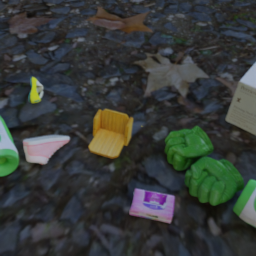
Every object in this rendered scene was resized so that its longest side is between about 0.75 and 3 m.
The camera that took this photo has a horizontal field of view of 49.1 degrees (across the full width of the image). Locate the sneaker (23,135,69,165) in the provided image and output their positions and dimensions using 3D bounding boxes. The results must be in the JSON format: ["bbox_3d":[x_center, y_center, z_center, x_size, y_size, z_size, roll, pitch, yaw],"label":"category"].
[{"bbox_3d":[-2.721,0.737,9.449,0.634,0.880,1.684,5,10,40],"label":"sneaker"}]

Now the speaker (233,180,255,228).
[{"bbox_3d":[4.262,2.513,7.255,2.798,1.237,1.237,31,53,26],"label":"speaker"}]

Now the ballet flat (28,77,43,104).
[{"bbox_3d":[-3.808,-1.571,11.662,0.520,0.519,1.552,-7,45,-8],"label":"ballet flat"}]

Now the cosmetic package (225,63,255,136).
[{"bbox_3d":[4.786,-0.998,10.128,1.604,1.917,1.595,30,53,26],"label":"cosmetic package"}]

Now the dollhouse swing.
[{"bbox_3d":[-0.672,0.188,9.645,1.301,1.182,1.144,16,33,14],"label":"dollhouse swing"}]

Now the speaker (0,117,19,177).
[{"bbox_3d":[-4.553,0.377,9.361,1.164,1.164,2.633,-25,51,-22],"label":"speaker"}]

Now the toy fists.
[{"bbox_3d":[2.178,1.092,8.705,1.443,0.974,2.832,-25,51,-9],"label":"toy fists"}]

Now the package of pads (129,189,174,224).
[{"bbox_3d":[0.690,2.221,8.036,1.221,0.462,0.736,9,50,9],"label":"package of pads"}]
